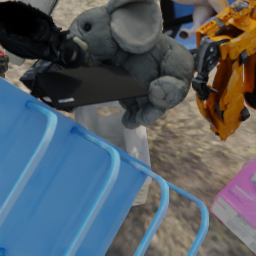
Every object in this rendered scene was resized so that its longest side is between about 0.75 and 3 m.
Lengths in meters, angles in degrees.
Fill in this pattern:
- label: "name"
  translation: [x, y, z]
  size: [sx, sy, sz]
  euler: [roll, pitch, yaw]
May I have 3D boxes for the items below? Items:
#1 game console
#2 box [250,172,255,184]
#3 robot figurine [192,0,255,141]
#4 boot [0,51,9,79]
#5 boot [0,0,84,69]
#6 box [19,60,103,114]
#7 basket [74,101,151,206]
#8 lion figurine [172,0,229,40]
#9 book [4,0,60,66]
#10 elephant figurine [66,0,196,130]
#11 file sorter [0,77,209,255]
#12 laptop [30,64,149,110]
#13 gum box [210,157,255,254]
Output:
- label: "game console"
  translation: [1.674, -2.872, 6.334]
  size: [2.824, 1.676, 2.434]
  euler: [1, 50, 39]
- label: "box"
  translation: [2.673, -0.304, 3.535]
  size: [0.550, 2.082, 2.670]
  euler: [28, 87, 12]
- label: "robot figurine"
  translation: [1.687, -0.867, 4.325]
  size: [1.778, 2.453, 0.714]
  euler: [-36, 50, -5]
- label: "boot"
  translation: [-2.659, -0.425, 4.395]
  size: [0.925, 1.903, 2.527]
  euler: [8, 13, -41]
- label: "boot"
  translation: [-1.253, -1.123, 3.343]
  size: [1.377, 1.128, 0.510]
  euler: [21, 93, 12]
- label: "box"
  translation: [-1.268, -1.225, 5.827]
  size: [1.524, 0.961, 1.550]
  euler: [-51, 29, -15]
- label: "basket"
  translation: [-0.376, 0.562, 6.226]
  size: [1.507, 1.371, 2.223]
  euler: [-4, 49, -3]
- label: "lion figurine"
  translation: [1.122, -2.817, 5.568]
  size: [2.786, 1.010, 1.706]
  euler: [35, 61, -13]
- label: "book"
  translation: [-2.092, -2.402, 5.777]
  size: [0.599, 1.666, 2.493]
  euler: [23, 18, -31]
- label: "elephant figurine"
  translation: [-0.119, -1.378, 4.706]
  size: [2.539, 1.797, 1.970]
  euler: [49, 31, -12]
- label: "file sorter"
  translation: [-0.877, 0.924, 3.116]
  size: [2.037, 2.936, 1.801]
  euler: [-60, 29, -6]
- label: "laptop"
  translation: [-0.660, -0.479, 4.176]
  size: [1.318, 1.488, 0.768]
  euler: [-11, 79, -28]
- label: "gum box"
  translation: [3.005, 1.839, 5.499]
  size: [1.433, 0.835, 2.525]
  euler: [-33, 58, -23]
